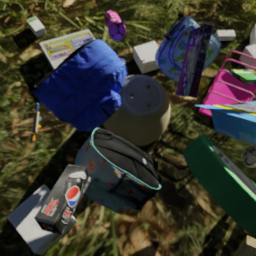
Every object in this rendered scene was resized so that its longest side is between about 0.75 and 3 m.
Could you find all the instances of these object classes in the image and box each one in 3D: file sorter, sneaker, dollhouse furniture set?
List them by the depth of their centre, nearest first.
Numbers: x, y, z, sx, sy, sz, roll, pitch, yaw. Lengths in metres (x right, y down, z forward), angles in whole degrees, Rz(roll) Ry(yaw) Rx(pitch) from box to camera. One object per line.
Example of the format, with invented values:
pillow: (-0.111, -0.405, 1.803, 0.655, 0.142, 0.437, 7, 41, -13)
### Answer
sneaker: (1.047, 1.835, 7.708, 0.597, 1.580, 0.557, 15, 66, 41)
dollhouse furniture set: (3.874, 3.358, 8.831, 1.435, 1.087, 1.637, 22, 41, 11)
file sorter: (4.160, -1.566, 11.000, 1.705, 1.539, 2.454, 25, 64, 14)

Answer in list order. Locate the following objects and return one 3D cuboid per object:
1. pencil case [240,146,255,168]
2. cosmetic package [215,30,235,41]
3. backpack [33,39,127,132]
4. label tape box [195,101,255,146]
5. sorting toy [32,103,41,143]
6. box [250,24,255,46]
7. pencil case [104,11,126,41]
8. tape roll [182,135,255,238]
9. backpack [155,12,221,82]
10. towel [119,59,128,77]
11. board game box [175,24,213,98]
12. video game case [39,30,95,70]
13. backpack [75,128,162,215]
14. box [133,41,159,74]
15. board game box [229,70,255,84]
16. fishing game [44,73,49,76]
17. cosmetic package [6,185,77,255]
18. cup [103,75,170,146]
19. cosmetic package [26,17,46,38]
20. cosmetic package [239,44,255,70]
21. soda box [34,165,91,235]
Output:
pencil case: (3.739, 0.838, 7.365, 1.461, 0.653, 0.568, 9, 74, -14)
cosmetic package: (4.595, -4.374, 13.250, 0.816, 0.302, 0.415, -1, 61, -2)
backpack: (-1.101, -1.198, 8.365, 2.043, 1.978, 2.435, 45, 91, -2)
label tape box: (3.441, -0.084, 7.489, 2.800, 0.886, 2.019, -7, 18, -29)
sorting toy: (-2.419, -0.129, 7.435, 0.143, 0.590, 1.047, 7, 86, -26)
box: (6.337, -4.187, 12.960, 1.159, 0.616, 0.883, 11, 62, 6)
pencil case: (-0.437, -3.182, 8.575, 0.602, 0.621, 1.326, -43, 33, 15)
tape roll: (2.606, 1.396, 7.146, 0.675, 2.809, 2.809, -45, 66, 15)
backpack: (1.943, -2.550, 9.569, 1.799, 1.966, 1.445, 32, 18, -18)
towel: (-0.417, -2.629, 12.244, 0.781, 0.129, 1.079, 1, 59, -24)
board game box: (1.789, -1.787, 7.722, 0.305, 1.132, 1.886, 11, 97, -6)
video game case: (-2.397, -3.338, 12.546, 2.458, 0.271, 2.238, -24, 64, -20)
backpack: (-0.364, 1.009, 6.983, 1.989, 1.525, 1.748, 39, 19, -16)
box: (0.893, -3.104, 12.325, 1.045, 0.687, 1.051, -19, 63, -10)
board game box: (3.214, -1.286, 7.003, 1.232, 0.144, 0.645, -4, 37, -20)
fishing game: (-2.862, -1.820, 11.869, 1.331, 0.289, 1.858, -22, 63, -14)
cosmetic package: (-2.704, 2.911, 8.901, 1.466, 0.904, 1.471, -41, 69, -20)
cup: (0.377, -0.833, 10.010, 2.687, 1.922, 2.687, 2, 75, -6)
cosmetic package: (-4.395, -4.833, 13.439, 0.516, 0.407, 0.959, -33, 65, -19)
cosmetic package: (5.543, -2.794, 12.095, 0.590, 0.820, 1.453, -21, 62, -11)
soda box: (-1.234, 1.360, 5.498, 0.476, 0.426, 1.345, 4, 41, 21)
